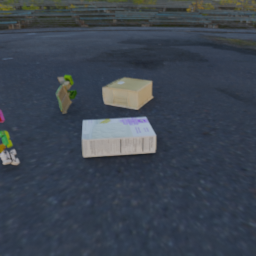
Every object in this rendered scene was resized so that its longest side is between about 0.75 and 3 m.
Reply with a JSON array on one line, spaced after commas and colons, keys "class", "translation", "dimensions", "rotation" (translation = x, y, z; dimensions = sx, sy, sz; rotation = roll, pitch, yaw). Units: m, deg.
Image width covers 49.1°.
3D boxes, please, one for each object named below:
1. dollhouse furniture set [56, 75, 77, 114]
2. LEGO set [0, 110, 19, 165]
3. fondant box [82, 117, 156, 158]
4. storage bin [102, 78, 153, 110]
[{"class": "dollhouse furniture set", "translation": [-2.872, -1.404, 11.845], "dimensions": [0.775, 1.011, 1.543], "rotation": [-1, 42, 14]}, {"class": "LEGO set", "translation": [-3.942, 0.413, 8.213], "dimensions": [0.676, 1.772, 0.727], "rotation": [-36, -17, 34]}, {"class": "fondant box", "translation": [-0.359, 0.257, 9.164], "dimensions": [2.246, 0.654, 1.620], "rotation": [-2, 23, -7]}, {"class": "storage bin", "translation": [-0.005, -1.663, 13.114], "dimensions": [1.812, 0.855, 1.825], "rotation": [11, 28, 24]}]
